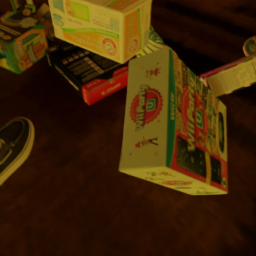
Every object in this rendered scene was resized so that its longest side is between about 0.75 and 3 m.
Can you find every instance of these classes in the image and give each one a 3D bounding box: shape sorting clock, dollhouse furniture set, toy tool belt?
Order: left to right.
[{"bbox_3d":[-4.881,-5.213,12.296,0.953,0.730,1.455,14,51,12],"label":"dollhouse furniture set"},{"bbox_3d":[-3.204,-4.002,11.177,1.158,1.177,1.885,-43,54,4],"label":"toy tool belt"},{"bbox_3d":[5.703,-2.773,10.320,2.775,0.544,2.775,0,49,0],"label":"shape sorting clock"}]

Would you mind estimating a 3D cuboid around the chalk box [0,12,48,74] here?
[{"bbox_3d":[-4.096,-2.887,9.925,1.328,1.318,2.127,27,55,20],"label":"chalk box"}]

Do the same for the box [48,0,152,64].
[{"bbox_3d":[-0.694,-2.695,6.878,2.286,1.286,1.158,27,51,24],"label":"box"}]

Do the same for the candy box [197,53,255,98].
[{"bbox_3d":[3.276,-1.601,8.044,2.291,0.699,1.563,-21,8,9],"label":"candy box"}]

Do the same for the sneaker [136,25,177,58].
[{"bbox_3d":[0.525,-3.300,10.113,2.931,1.540,1.110,30,55,24],"label":"sneaker"}]

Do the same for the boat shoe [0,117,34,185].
[{"bbox_3d":[-3.346,0.692,7.000,1.064,1.047,2.951,13,50,11],"label":"boat shoe"}]

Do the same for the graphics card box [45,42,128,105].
[{"bbox_3d":[-1.408,-2.104,9.632,1.758,0.713,2.802,-32,58,-24],"label":"graphics card box"}]

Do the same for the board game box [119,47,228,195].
[{"bbox_3d":[1.127,0.105,5.784,0.944,2.938,2.168,-10,66,37],"label":"board game box"}]
